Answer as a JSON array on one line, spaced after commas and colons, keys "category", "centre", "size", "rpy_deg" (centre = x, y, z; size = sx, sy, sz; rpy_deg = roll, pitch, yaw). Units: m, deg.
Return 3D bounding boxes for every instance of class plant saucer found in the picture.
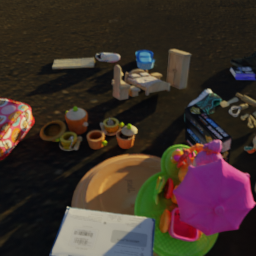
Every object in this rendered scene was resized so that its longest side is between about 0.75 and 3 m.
[{"category": "plant saucer", "centre": [0.213, 1.636, 6.380], "size": [3.001, 0.484, 3.001], "rpy_deg": [0, 37, 0]}]

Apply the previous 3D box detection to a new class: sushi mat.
[{"category": "sushi mat", "centre": [-2.395, -2.860, 12.422], "size": [1.831, 0.111, 0.876], "rpy_deg": [-4, 37, -5]}]

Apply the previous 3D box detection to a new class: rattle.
[{"category": "rattle", "centre": [3.821, 0.578, 8.023], "size": [0.888, 0.634, 0.578], "rpy_deg": [-47, 39, -10]}]

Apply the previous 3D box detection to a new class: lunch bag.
[{"category": "lunch bag", "centre": [-3.943, -0.041, 8.137], "size": [1.739, 0.809, 1.974], "rpy_deg": [13, 46, 13]}]

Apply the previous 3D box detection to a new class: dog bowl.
[{"category": "dog bowl", "centre": [0.734, -3.000, 12.406], "size": [0.781, 0.347, 1.401], "rpy_deg": [-1, 37, -1]}]

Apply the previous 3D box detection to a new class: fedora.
[{"category": "fedora", "centre": [-2.180, 0.155, 8.277], "size": [0.844, 0.344, 0.844], "rpy_deg": [-9, 45, 10]}]

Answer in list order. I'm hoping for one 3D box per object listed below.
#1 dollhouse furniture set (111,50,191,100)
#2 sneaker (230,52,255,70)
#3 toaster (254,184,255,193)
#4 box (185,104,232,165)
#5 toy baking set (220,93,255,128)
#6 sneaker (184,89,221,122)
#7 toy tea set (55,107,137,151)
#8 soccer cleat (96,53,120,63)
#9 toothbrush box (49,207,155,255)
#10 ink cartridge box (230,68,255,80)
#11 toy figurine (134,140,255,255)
[{"category": "dollhouse furniture set", "centre": [0.595, -2.002, 9.930], "size": [2.868, 1.269, 1.486], "rpy_deg": [-15, 31, -30]}, {"category": "sneaker", "centre": [5.227, -2.972, 11.951], "size": [1.553, 0.889, 0.594], "rpy_deg": [13, 38, 19]}, {"category": "toaster", "centre": [3.871, 1.131, 5.867], "size": [1.287, 1.962, 2.169], "rpy_deg": [-17, 41, -14]}, {"category": "box", "centre": [2.065, 0.296, 7.423], "size": [0.367, 1.267, 1.594], "rpy_deg": [-21, 42, -12]}, {"category": "toy baking set", "centre": [3.702, -0.612, 8.906], "size": [1.551, 0.180, 1.190], "rpy_deg": [33, 51, 2]}, {"category": "sneaker", "centre": [2.412, -0.631, 8.976], "size": [1.518, 0.589, 0.693], "rpy_deg": [-45, 50, -17]}, {"category": "toy tea set", "centre": [-0.912, -0.046, 8.194], "size": [2.337, 0.865, 1.390], "rpy_deg": [0, 38, 1]}, {"category": "soccer cleat", "centre": [-0.922, -3.100, 12.333], "size": [1.105, 0.386, 0.477], "rpy_deg": [5, -4, 24]}, {"category": "toothbrush box", "centre": [-0.321, 2.222, 4.473], "size": [1.385, 1.891, 0.807], "rpy_deg": [6, 40, 6]}, {"category": "ink cartridge box", "centre": [4.761, -2.248, 11.582], "size": [0.833, 0.182, 0.841], "rpy_deg": [0, 39, -1]}, {"category": "toy figurine", "centre": [1.243, 0.995, 4.815], "size": [1.782, 2.184, 2.373], "rpy_deg": [15, 62, -4]}]
